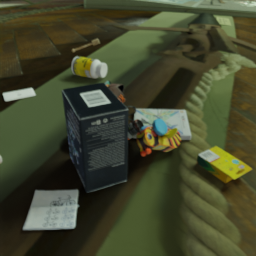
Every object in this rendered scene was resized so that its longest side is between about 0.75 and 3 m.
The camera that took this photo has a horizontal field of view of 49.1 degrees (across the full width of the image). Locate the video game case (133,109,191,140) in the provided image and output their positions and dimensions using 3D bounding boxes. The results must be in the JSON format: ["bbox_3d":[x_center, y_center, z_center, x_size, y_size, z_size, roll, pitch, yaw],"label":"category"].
[{"bbox_3d":[1.306,-0.187,11.238,2.185,0.240,1.991,1,32,3],"label":"video game case"}]

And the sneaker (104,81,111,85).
[{"bbox_3d":[-1.339,-1.762,13.374,0.782,0.665,1.787,3,33,13],"label":"sneaker"}]

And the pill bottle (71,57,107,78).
[{"bbox_3d":[-2.120,-3.292,15.400,1.812,1.019,1.019,14,35,20],"label":"pill bottle"}]

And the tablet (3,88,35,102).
[{"bbox_3d":[-5.324,-1.633,13.669,1.417,0.097,0.922,-16,36,-22],"label":"tablet"}]

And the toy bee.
[{"bbox_3d":[0.734,0.414,9.276,2.471,1.617,1.343,11,58,-15],"label":"toy bee"}]

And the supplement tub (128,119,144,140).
[{"bbox_3d":[0.080,0.107,10.198,0.977,0.522,0.522,-30,20,28],"label":"supplement tub"}]

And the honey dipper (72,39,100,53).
[{"bbox_3d":[-1.339,-2.556,8.755,0.907,0.172,0.172,-19,32,6],"label":"honey dipper"}]

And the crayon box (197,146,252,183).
[{"bbox_3d":[3.037,1.203,8.939,0.913,0.365,1.438,-19,36,-28],"label":"crayon box"}]

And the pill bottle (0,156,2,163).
[{"bbox_3d":[-4.606,1.205,8.043,0.950,0.950,1.668,19,49,27],"label":"pill bottle"}]

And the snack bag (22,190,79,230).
[{"bbox_3d":[-2.025,2.169,7.627,1.331,0.151,1.412,-1,32,-1],"label":"snack bag"}]

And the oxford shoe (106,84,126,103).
[{"bbox_3d":[-0.646,-1.155,11.823,0.973,0.955,2.683,-13,37,12],"label":"oxford shoe"}]

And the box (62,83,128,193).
[{"bbox_3d":[-0.982,0.246,8.392,1.369,2.557,1.897,-14,35,-21],"label":"box"}]
